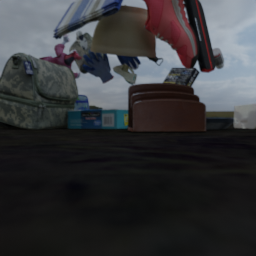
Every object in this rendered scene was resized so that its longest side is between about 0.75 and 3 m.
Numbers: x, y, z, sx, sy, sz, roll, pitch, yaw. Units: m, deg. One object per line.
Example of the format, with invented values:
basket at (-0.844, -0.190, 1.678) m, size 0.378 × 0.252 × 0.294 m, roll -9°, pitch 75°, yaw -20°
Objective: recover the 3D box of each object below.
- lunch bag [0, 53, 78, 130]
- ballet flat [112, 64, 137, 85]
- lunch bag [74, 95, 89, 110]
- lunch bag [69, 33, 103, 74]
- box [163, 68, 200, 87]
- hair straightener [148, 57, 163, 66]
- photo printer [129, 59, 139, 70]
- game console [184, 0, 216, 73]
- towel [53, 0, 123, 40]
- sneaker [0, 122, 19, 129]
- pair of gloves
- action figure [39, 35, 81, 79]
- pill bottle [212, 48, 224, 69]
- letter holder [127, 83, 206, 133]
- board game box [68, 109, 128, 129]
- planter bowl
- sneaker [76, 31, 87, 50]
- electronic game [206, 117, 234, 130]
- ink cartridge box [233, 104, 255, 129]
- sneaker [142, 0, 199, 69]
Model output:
lunch bag at (-3.191, -1.274, 10.138) m, size 1.993 × 2.399 × 2.861 m, roll 12°, pitch 6°, yaw 21°
ballet flat at (-0.071, -1.958, 9.785) m, size 0.494 × 0.494 × 1.377 m, roll -1°, pitch 32°, yaw -34°
lunch bag at (-2.697, -0.782, 12.479) m, size 1.889 × 1.519 × 0.779 m, roll 1°, pitch 1°, yaw -18°
lunch bag at (-2.108, -3.692, 14.057) m, size 1.430 × 1.704 × 1.188 m, roll -34°, pitch -25°, yaw 10°
box at (2.382, -2.195, 13.452) m, size 0.448 × 1.470 × 1.824 m, roll 37°, pitch -8°, yaw -29°
hair straightener at (1.076, -3.708, 13.992) m, size 0.904 × 0.481 × 2.348 m, roll 30°, pitch 10°, yaw -47°
photo printer at (0.075, -3.460, 13.643) m, size 0.430 × 1.030 × 1.239 m, roll -32°, pitch -35°, yaw -1°
game console at (2.497, -3.300, 9.918) m, size 0.422 × 2.719 × 2.404 m, roll -13°, pitch 5°, yaw 28°
towel at (-1.119, -3.808, 8.800) m, size 2.658 × 1.952 × 0.316 m, roll -10°, pitch -42°, yaw 33°
sneaker at (-4.893, -0.278, 10.914) m, size 1.635 × 0.578 × 0.811 m, roll 4°, pitch -3°, yaw 4°
pair of gloves at (-0.602, -2.837, 11.691) m, size 2.475 × 0.282 × 1.990 m, roll -26°, pitch -32°, yaw 11°
action figure at (-3.336, -2.877, 12.717) m, size 2.967 × 1.988 × 2.210 m, roll -16°, pitch 15°, yaw 42°
pill bottle at (4.064, -3.128, 12.732) m, size 0.514 × 0.514 × 0.928 m, roll 1°, pitch -34°, yaw 37°
letter holder at (0.976, -0.559, 7.348) m, size 1.879 × 1.335 × 0.945 m, roll 0°, pitch 1°, yaw -7°
board game box at (-0.481, -0.326, 10.858) m, size 2.236 × 0.695 × 2.962 m, roll 1°, pitch 2°, yaw 33°
planter bowl at (-0.098, -3.270, 9.464) m, size 2.270 × 1.528 × 2.270 m, roll 5°, pitch 19°, yaw -2°
sneaker at (-1.927, -3.535, 11.520) m, size 0.315 × 0.790 × 0.514 m, roll -29°, pitch 6°, yaw -15°
electronic game at (2.193, -0.246, 9.774) m, size 2.809 × 0.585 × 2.809 m, roll 0°, pitch 1°, yaw 0°
ink cartridge box at (5.257, -0.420, 10.279) m, size 2.179 × 0.902 × 1.596 m, roll 0°, pitch 1°, yaw -8°
sneaker at (1.167, -3.050, 8.531) m, size 1.291 × 2.977 × 1.097 m, roll -26°, pitch 26°, yaw 3°
